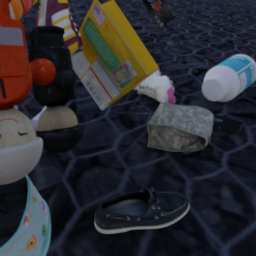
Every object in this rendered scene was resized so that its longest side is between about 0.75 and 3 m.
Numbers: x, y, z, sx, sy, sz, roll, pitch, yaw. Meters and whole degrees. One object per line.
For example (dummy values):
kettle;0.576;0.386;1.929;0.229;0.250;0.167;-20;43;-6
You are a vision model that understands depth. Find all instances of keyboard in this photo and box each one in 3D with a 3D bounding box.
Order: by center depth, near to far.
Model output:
keyboard;2.765;-0.151;8.969;1.632;0.209;0.980;18;31;25

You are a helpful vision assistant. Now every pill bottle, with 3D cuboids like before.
pill bottle;3.701;-1.792;10.366;1.330;1.330;2.400;27;42;34

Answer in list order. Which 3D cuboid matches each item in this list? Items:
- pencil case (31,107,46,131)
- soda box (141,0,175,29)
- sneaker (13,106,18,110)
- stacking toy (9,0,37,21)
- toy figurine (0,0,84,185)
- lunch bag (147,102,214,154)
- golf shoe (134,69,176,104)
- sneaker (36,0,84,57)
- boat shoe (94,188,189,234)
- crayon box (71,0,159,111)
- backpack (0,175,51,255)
pencil case;-2.730;-0.328;8.999;0.455;0.417;1.004;29;38;-3
soda box;0.665;-3.365;7.317;0.548;1.549;0.491;-28;59;18
sneaker;-3.432;-1.243;5.746;1.309;2.906;1.089;-12;47;7
stacking toy;-3.315;-4.190;8.753;1.513;1.513;2.071;28;55;35
toy figurine;-2.254;-0.383;3.914;2.951;2.085;2.997;-7;7;3
lunch bag;1.551;0.013;8.010;1.692;0.995;1.388;8;35;21
golf shoe;0.850;-1.455;10.323;1.280;1.053;2.796;-15;29;-6
sneaker;-1.403;-2.065;5.911;1.032;2.290;0.858;11;1;-19
boat shoe;0.326;1.615;5.883;2.108;0.699;0.788;-6;34;-8
crayon box;-0.413;-1.561;6.385;0.699;1.704;2.711;-36;5;-25
backpack;-2.374;1.803;4.562;2.241;1.718;1.970;-26;33;0
